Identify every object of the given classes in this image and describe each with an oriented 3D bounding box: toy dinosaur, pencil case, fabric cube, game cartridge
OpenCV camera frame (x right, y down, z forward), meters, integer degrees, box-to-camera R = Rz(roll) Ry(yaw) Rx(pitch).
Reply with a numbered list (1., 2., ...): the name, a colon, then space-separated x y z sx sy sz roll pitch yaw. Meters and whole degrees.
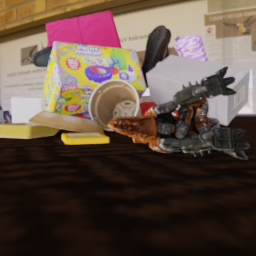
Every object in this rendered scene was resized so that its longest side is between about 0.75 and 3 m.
1. toy dinosaur: 0.722 0.021 3.927 1.537 1.156 2.264 -17 9 45
2. pencil case: 2.283 -2.074 9.569 0.945 2.210 0.928 -45 36 -20
3. fabric cube: -1.622 -2.667 11.899 2.871 2.862 2.817 -13 -31 -3
4. game cartridge: -0.860 0.202 5.475 0.797 0.147 0.904 -1 3 -18

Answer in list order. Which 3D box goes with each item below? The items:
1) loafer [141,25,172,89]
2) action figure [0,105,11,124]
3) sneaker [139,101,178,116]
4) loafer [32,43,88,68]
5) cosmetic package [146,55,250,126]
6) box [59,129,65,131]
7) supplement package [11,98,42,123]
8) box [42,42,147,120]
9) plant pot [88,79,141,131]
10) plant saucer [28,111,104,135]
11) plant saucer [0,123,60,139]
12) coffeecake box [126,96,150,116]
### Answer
1. loafer: 1.239 -2.828 11.452 1.059 1.084 2.969 -1 -35 -15
2. action figure: -5.427 -0.354 9.950 1.505 0.802 2.312 11 13 35
3. sneaker: 0.583 -0.438 9.185 2.502 0.980 1.445 4 4 45
4. loafer: -2.225 -2.459 9.550 2.066 0.702 0.725 -15 31 -12
5. cosmetic package: 2.004 -1.216 8.311 2.669 1.204 1.426 22 50 40
6. box: -2.477 -0.041 8.700 1.050 0.229 0.841 2 4 30
7. supplement package: -4.066 -0.634 11.211 1.094 1.102 1.452 -1 4 -21
8. box: -1.286 -1.319 9.524 2.732 1.667 2.632 -2 -25 -26
9. plant pot: -0.221 -0.527 8.314 1.474 1.474 1.349 1 -9 18
10. plant saucer: -1.462 -0.143 6.843 1.850 0.327 1.850 10 0 0
11. plant saucer: -2.377 0.053 6.580 1.267 0.307 1.267 2 4 22
12. coffeecake box: 0.343 -0.884 13.586 1.717 1.318 0.627 1 4 22
